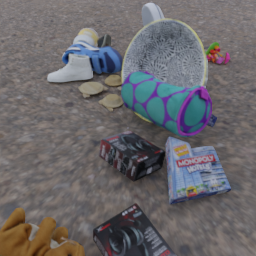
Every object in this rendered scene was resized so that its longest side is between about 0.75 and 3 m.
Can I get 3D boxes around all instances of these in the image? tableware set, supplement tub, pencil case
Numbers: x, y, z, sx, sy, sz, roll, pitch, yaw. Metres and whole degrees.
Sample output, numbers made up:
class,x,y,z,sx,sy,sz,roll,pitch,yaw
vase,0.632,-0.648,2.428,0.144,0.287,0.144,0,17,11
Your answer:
class,x,y,z,sx,sy,sz,roll,pitch,yaw
tableware set,-0.524,-1.358,9.804,2.149,0.249,1.795,-30,47,-33
supplement tub,-1.851,-3.711,12.227,0.935,0.935,1.286,4,39,5
pencil case,0.918,-0.748,7.450,1.312,1.208,2.840,-56,36,-2

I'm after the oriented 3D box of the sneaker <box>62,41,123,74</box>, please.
class,x,y,z,sx,sy,sz,roll,pitch,yaw
sneaker,-1.391,-2.584,10.814,2.737,1.012,1.126,19,45,33

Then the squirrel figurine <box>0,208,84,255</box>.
class,x,y,z,sx,sy,sz,roll,pitch,yaw
squirrel figurine,-1.474,2.269,4.543,1.432,1.086,1.534,18,53,24

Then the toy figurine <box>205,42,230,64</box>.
class,x,y,z,sx,sy,sz,roll,pitch,yaw
toy figurine,3.738,-2.961,11.628,0.965,0.724,0.888,-38,58,-10

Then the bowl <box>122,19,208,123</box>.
class,x,y,z,sx,sy,sz,roll,pitch,yaw
bowl,1.332,-1.641,8.537,1.395,2.973,2.973,-6,32,-46

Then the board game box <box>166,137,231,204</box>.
class,x,y,z,sx,sy,sz,roll,pitch,yaw
board game box,1.460,0.853,6.412,1.451,0.448,1.450,-9,62,-11

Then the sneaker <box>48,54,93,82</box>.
class,x,y,z,sx,sy,sz,roll,pitch,yaw
sneaker,-2.185,-2.232,10.258,1.663,0.961,0.613,-8,30,-4

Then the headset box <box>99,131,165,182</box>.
class,x,y,z,sx,sy,sz,roll,pitch,yaw
headset box,0.040,0.604,6.846,1.023,0.531,1.375,-15,37,-43

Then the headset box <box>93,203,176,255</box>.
class,x,y,z,sx,sy,sz,roll,pitch,yaw
headset box,0.119,2.172,4.969,0.972,0.504,1.306,-24,53,-25

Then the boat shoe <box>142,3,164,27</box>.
class,x,y,z,sx,sy,sz,roll,pitch,yaw
boat shoe,1.319,-3.040,9.616,0.954,2.919,1.074,-33,48,-3

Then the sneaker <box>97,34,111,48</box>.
class,x,y,z,sx,sy,sz,roll,pitch,yaw
sneaker,-1.079,-3.307,11.590,0.575,0.405,1.083,-5,62,44
